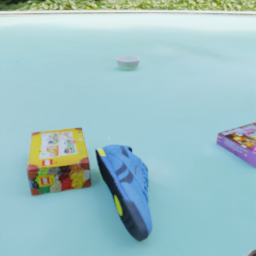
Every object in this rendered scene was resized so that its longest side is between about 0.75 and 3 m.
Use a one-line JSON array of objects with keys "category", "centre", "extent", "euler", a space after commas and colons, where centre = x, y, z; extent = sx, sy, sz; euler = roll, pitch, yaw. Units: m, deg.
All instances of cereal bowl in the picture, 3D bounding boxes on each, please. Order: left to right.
[{"category": "cereal bowl", "centre": [-0.012, -3.590, 15.602], "extent": [1.350, 0.562, 1.350], "euler": [0, 27, 0]}]

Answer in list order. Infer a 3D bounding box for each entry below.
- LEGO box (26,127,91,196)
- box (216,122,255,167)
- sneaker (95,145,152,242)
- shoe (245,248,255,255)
[{"category": "LEGO box", "centre": [-1.720, 0.743, 6.990], "extent": [1.362, 0.706, 1.829], "euler": [-6, 28, -12]}, {"category": "box", "centre": [3.828, 0.357, 8.050], "extent": [2.081, 0.407, 1.424], "euler": [-14, 29, -24]}, {"category": "sneaker", "centre": [0.097, 1.131, 5.993], "extent": [1.085, 0.912, 2.767], "euler": [-11, 28, -15]}, {"category": "shoe", "centre": [1.608, 2.332, 4.249], "extent": [1.455, 0.388, 0.509], "euler": [-21, 34, -34]}]
